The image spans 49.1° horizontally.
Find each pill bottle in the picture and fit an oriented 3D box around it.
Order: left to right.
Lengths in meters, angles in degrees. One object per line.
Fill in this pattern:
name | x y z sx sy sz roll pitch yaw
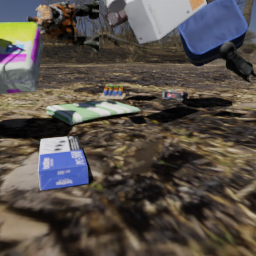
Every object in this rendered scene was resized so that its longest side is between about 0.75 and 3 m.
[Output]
pill bottle | -0.368 -2.886 5.909 0.495 0.850 0.495 -18 -19 -6

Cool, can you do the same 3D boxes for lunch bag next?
lunch bag | 2.987 -3.296 9.764 2.254 1.531 1.491 -23 -11 11

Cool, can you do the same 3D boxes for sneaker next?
sneaker | 3.257 -1.876 8.167 0.863 0.497 1.654 42 7 32

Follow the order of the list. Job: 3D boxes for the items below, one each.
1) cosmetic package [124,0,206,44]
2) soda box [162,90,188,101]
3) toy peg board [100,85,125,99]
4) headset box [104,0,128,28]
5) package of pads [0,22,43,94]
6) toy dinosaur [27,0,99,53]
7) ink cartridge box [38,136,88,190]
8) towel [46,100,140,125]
cosmetic package | 0.953 -3.053 6.921 2.078 1.054 0.740 -42 29 -26
soda box | 2.152 -1.494 12.903 1.124 0.356 0.398 12 20 35
toy peg board | -0.722 -1.751 13.502 1.081 0.529 1.077 1 15 4
headset box | -0.004 -4.190 9.835 1.386 0.520 1.030 -21 18 43
package of pads | -3.284 -1.607 6.414 2.452 0.836 1.894 -5 49 -4
toy dinosaur | -1.898 -3.219 8.478 2.034 1.531 2.997 -1 32 -8
ink cartridge box | -1.276 0.601 5.394 0.800 0.376 1.703 -5 17 -14
towel | -1.249 -0.594 9.849 2.646 0.309 2.018 -11 19 -37
